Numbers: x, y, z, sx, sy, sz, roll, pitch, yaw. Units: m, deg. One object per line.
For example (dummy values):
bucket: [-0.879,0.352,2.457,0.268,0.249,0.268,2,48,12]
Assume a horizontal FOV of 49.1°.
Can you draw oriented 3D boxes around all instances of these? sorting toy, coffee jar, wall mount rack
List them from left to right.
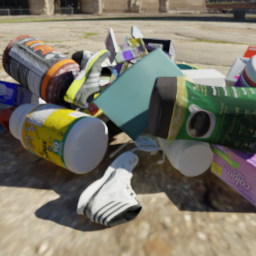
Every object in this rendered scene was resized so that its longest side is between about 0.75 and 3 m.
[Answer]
sorting toy: [-4.103,-0.599,9.378,2.417,1.452,0.992,32,57,1]
wall mount rack: [0.225,0.660,7.813,1.424,0.611,1.639,0,10,-7]
coffee jar: [1.865,-0.324,6.478,2.806,1.463,1.197,9,32,4]

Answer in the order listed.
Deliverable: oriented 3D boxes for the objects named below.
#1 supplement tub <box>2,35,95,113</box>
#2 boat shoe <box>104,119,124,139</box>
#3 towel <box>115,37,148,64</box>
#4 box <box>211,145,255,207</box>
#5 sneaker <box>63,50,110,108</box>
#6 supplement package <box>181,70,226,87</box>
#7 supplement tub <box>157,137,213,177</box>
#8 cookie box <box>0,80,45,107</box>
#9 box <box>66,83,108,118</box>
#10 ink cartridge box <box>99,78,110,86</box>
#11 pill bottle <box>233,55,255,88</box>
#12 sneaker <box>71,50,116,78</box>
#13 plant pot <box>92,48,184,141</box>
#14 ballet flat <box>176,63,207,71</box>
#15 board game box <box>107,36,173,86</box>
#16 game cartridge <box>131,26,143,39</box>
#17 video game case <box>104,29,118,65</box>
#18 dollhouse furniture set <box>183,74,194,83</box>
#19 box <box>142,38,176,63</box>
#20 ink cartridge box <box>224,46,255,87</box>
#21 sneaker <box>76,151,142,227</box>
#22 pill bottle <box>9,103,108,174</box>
supplement tub: [-2.448,-1.647,8.870,2.987,1.598,1.598,34,38,20]
boat shoe: [-0.183,-0.122,9.343,0.573,0.646,1.728,17,37,41]
towel: [0.032,-2.353,8.476,0.992,0.113,0.712,-16,69,1]
box: [3.476,0.914,7.015,2.000,0.967,1.759,-12,28,-21]
sneaker: [-0.984,-1.321,7.660,0.726,1.794,0.663,34,-3,-8]
supplement package: [2.895,-1.734,12.077,2.095,1.255,1.270,-3,26,-6]
supplement tub: [1.535,0.497,7.712,1.127,1.127,1.554,-5,27,-11]
cookie box: [-4.041,-1.222,10.614,1.900,0.835,2.222,14,3,27]
box: [-1.377,-0.784,10.073,2.237,0.561,0.842,-30,71,-27]
ink cartridge box: [-0.586,-1.493,12.009,1.796,0.755,1.311,27,41,37]
pill bottle: [3.325,-0.856,7.459,1.149,2.044,1.149,4,55,-5]
sneaker: [-1.371,-2.478,11.094,2.041,0.756,0.903,15,40,4]
plant pot: [0.395,-1.103,8.113,1.598,2.261,1.598,43,9,-6]
ballet flat: [3.643,-2.870,15.099,2.543,0.850,0.852,21,11,31]
board game box: [0.331,-1.729,9.122,1.614,1.952,0.554,23,9,-3]
game cartridge: [0.354,-3.656,11.112,0.164,0.525,0.788,-3,-18,31]
video game case: [-0.524,-2.439,8.472,0.093,0.806,0.734,-10,-14,-21]
dollhouse furniture set: [0.656,-1.290,9.686,1.950,2.177,2.747,-51,24,-12]
box: [1.104,-2.657,10.308,1.101,0.776,1.488,9,-1,14]
ink cartridge box: [4.478,-1.872,8.754,2.221,0.484,1.928,21,71,33]
sneaker: [-0.074,1.437,6.408,1.220,0.800,2.120,24,43,23]
pill bottle: [-2.059,0.154,7.930,2.739,1.545,1.545,18,31,31]
